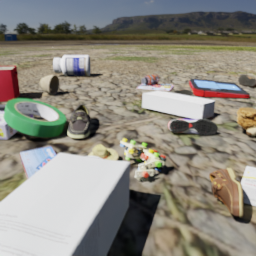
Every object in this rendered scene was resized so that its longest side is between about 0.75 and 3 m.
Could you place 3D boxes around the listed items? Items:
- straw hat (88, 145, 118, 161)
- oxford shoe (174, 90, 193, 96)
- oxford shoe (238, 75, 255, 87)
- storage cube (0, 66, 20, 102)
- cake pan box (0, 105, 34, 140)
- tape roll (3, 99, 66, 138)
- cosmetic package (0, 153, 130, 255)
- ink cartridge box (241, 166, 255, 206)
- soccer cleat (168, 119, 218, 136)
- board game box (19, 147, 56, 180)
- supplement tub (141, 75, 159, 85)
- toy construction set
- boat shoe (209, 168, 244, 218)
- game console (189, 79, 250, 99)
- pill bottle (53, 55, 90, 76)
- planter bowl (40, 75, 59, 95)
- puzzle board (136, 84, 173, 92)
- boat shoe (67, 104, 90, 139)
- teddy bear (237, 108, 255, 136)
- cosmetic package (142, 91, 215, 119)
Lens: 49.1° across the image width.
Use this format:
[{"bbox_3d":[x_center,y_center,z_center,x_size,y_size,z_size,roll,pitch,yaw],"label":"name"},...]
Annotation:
[{"bbox_3d":[-0.635,0.566,6.375,0.777,0.329,0.777,-8,31,5],"label":"straw hat"},{"bbox_3d":[2.533,-1.599,12.619,0.870,0.310,0.310,11,18,32],"label":"oxford shoe"},{"bbox_3d":[6.321,-2.383,14.659,0.527,0.528,1.480,17,18,-24],"label":"oxford shoe"},{"bbox_3d":[-5.394,-1.867,11.823,1.493,1.342,1.276,-3,20,-12],"label":"storage cube"},{"bbox_3d":[-4.133,-0.235,8.564,1.866,0.530,2.026,4,20,4],"label":"cake pan box"},{"bbox_3d":[-2.673,-0.313,8.101,1.689,0.406,1.689,19,20,-7],"label":"tape roll"},{"bbox_3d":[-0.895,1.272,3.806,1.333,0.958,2.362,7,20,17],"label":"cosmetic package"},{"bbox_3d":[2.424,1.083,5.167,0.609,0.350,0.839,11,23,27],"label":"ink cartridge box"},{"bbox_3d":[1.867,-0.042,8.162,1.416,0.483,0.518,3,3,0],"label":"soccer cleat"},{"bbox_3d":[-1.915,0.811,6.219,0.767,0.145,1.490,-11,23,-25],"label":"board game box"},{"bbox_3d":[1.115,-2.423,14.204,0.920,0.492,0.492,-17,26,-37],"label":"supplement tub"},{"bbox_3d":[0.325,0.654,6.041,0.802,0.563,1.223,18,20,-25],"label":"toy construction set"},{"bbox_3d":[1.711,1.123,4.924,0.475,0.506,1.406,-2,14,11],"label":"boat shoe"},{"bbox_3d":[4.193,-1.903,13.276,2.404,0.422,2.718,2,21,6],"label":"game console"},{"bbox_3d":[-3.454,-3.845,17.324,2.134,1.277,1.277,0,20,0],"label":"pill bottle"},{"bbox_3d":[-3.610,-1.979,12.689,0.600,0.891,0.891,12,22,13],"label":"planter bowl"},{"bbox_3d":[1.381,-2.078,14.154,1.650,0.144,1.244,6,21,17],"label":"puzzle board"},{"bbox_3d":[-1.474,-0.226,8.372,0.675,0.598,1.845,0,21,-10],"label":"boat shoe"},{"bbox_3d":[4.161,-0.049,7.708,2.252,0.752,1.633,3,14,-5],"label":"teddy bear"},{"bbox_3d":[1.740,-0.829,9.986,2.402,0.608,0.991,16,19,37],"label":"cosmetic package"}]
